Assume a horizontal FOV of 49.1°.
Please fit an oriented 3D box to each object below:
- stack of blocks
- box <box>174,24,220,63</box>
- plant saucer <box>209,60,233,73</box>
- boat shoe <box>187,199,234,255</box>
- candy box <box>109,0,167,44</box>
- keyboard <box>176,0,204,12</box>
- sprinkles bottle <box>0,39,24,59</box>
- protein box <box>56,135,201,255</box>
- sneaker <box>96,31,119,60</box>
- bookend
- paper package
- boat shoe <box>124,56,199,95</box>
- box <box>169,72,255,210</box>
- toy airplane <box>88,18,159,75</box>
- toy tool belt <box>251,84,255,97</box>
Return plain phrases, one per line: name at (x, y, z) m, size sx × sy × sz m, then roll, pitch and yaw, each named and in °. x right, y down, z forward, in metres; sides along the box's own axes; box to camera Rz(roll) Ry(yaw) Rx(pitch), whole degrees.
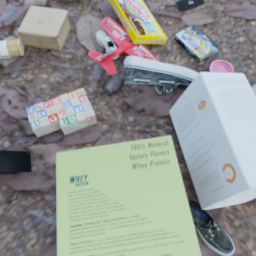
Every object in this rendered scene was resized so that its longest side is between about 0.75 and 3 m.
stack of blocks at (-1.937, -0.354, 8.191) m, size 1.775 × 0.520 × 1.022 m, roll -21°, pitch 65°, yaw -10°
box at (2.352, -2.912, 9.624) m, size 0.892 × 0.246 × 1.306 m, roll -31°, pitch 68°, yaw -15°
plant saucer at (3.025, -1.865, 9.135) m, size 0.761 × 0.193 × 0.761 m, roll 0°, pitch 63°, yaw 1°
boat shoe at (1.941, 2.416, 6.843) m, size 0.555 × 0.458 × 1.616 m, roll -38°, pitch 69°, yaw -17°
candy box at (0.288, -3.874, 9.806) m, size 1.280 × 0.331 × 2.504 m, roll -8°, pitch 59°, yaw -32°
keyboard at (2.321, -4.764, 10.635) m, size 1.078 × 0.214 × 0.561 m, roll -22°, pitch 88°, yaw -12°
sprinkles bottle at (-4.366, -2.549, 9.269) m, size 1.670 × 0.570 × 0.570 m, roll -10°, pitch 64°, yaw -6°
protein box at (-0.085, 1.892, 6.220) m, size 2.619 × 1.780 × 2.638 m, roll -9°, pitch 60°, yaw -2°
sneaker at (-0.708, -2.912, 9.484) m, size 0.479 × 0.517 × 1.275 m, roll -29°, pitch 65°, yaw -11°
bookend at (-3.445, 1.037, 7.351) m, size 1.269 × 1.261 × 0.584 m, roll -25°, pitch 67°, yaw 37°
paper package at (-2.840, -3.438, 9.629) m, size 1.384 × 0.716 × 1.319 m, roll 10°, pitch 64°, yaw 6°
boat shoe at (1.029, -1.465, 8.473) m, size 2.584 × 0.932 × 0.916 m, roll 8°, pitch 98°, yaw -18°
box at (2.376, 0.313, 6.974) m, size 1.411 × 1.801 × 2.896 m, roll -3°, pitch 62°, yaw -22°
toy airplane at (-0.214, -2.512, 9.111) m, size 2.524 × 0.464 × 2.524 m, roll 11°, pitch 55°, yaw -15°
toy tool belt at (4.057, -0.789, 8.297) m, size 1.687 × 1.037 × 1.054 m, roll -37°, pitch 32°, yaw -22°
